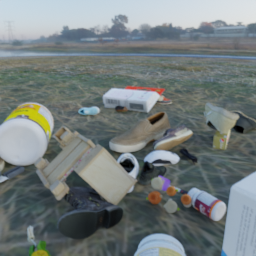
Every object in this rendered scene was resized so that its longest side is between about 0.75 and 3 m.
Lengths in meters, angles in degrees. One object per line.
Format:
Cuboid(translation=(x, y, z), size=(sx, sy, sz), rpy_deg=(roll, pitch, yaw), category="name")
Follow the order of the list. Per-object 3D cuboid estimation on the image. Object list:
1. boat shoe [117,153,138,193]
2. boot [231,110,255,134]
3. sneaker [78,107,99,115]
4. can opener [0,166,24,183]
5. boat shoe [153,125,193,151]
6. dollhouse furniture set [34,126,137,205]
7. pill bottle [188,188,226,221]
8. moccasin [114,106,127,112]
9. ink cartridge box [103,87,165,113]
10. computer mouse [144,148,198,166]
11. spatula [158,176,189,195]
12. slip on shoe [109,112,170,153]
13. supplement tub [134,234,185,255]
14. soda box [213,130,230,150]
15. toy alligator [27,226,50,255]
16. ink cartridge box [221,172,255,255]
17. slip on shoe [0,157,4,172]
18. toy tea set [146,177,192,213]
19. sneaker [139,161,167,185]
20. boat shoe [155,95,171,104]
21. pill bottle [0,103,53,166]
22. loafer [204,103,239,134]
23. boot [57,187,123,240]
Cuboid(translation=(0.002, 1.033, 7.559), size=(0.670, 0.595, 1.820), rpy_deg=(8, 20, -4), category="boat shoe")
Cuboid(translation=(4.382, -0.254, 11.441), size=(1.070, 0.599, 1.548), rpy_deg=(-20, 26, -33), category="boot")
Cuboid(translation=(-1.856, -0.743, 13.117), size=(1.037, 0.383, 0.425), rpy_deg=(-3, 17, 26), category="sneaker")
Cuboid(translation=(-3.255, 1.216, 7.530), size=(0.268, 0.336, 1.006), rpy_deg=(10, 22, 26), category="can opener")
Cuboid(translation=(1.431, 0.309, 9.364), size=(1.722, 0.619, 0.558), rpy_deg=(-19, 62, -34), category="boat shoe")
Cuboid(translation=(-1.304, 1.053, 7.150), size=(1.471, 1.256, 2.837), rpy_deg=(-47, 29, -13), category="dollhouse furniture set")
Cuboid(translation=(1.691, 1.655, 6.133), size=(0.430, 0.430, 0.784), rpy_deg=(-13, 22, -32), category="pill bottle")
Cuboid(translation=(-0.350, -0.916, 13.615), size=(0.826, 0.302, 0.319), rpy_deg=(1, -30, 45), category="moccasin")
Cuboid(translation=(0.395, -1.866, 14.977), size=(2.431, 0.853, 2.991), rpy_deg=(8, 37, 22), category="ink cartridge box")
Cuboid(translation=(1.253, 0.870, 8.508), size=(1.555, 0.341, 0.853), rpy_deg=(-4, 21, -10), category="computer mouse")
Cuboid(translation=(1.160, 1.475, 6.689), size=(1.043, 0.295, 0.107), rpy_deg=(22, -11, 5), category="spatula")
Cuboid(translation=(0.480, 0.102, 9.858), size=(2.838, 0.860, 1.079), rpy_deg=(-16, 24, -39), category="slip on shoe")
Cuboid(translation=(0.443, 2.193, 3.904), size=(0.882, 0.882, 1.213), rpy_deg=(2, 19, 7), category="supplement tub")
Cuboid(translation=(3.329, 0.307, 9.936), size=(0.432, 0.457, 1.349), rpy_deg=(9, 22, 23), category="soda box")
Cuboid(translation=(-1.318, 2.110, 4.322), size=(0.381, 0.526, 1.587), rpy_deg=(-1, 31, -23), category="toy alligator")
Cuboid(translation=(2.852, 1.788, 3.309), size=(1.997, 2.032, 2.761), rpy_deg=(-14, 24, -36), category="ink cartridge box")
Cuboid(translation=(-4.026, 0.991, 7.580), size=(0.907, 0.723, 2.385), rpy_deg=(-1, 19, -4), category="slip on shoe")
Cuboid(translation=(0.919, 1.576, 6.354), size=(1.026, 0.610, 0.380), rpy_deg=(25, -7, 22), category="toy tea set")
Cuboid(translation=(0.706, 1.115, 7.466), size=(0.985, 0.564, 0.376), rpy_deg=(-14, 31, -38), category="sneaker")
Cuboid(translation=(1.713, -1.594, 15.395), size=(1.406, 0.440, 0.500), rpy_deg=(11, 20, 25), category="boat shoe")
Cuboid(translation=(-3.259, 0.046, 9.157), size=(1.462, 1.462, 2.676), rpy_deg=(-3, 19, -8), category="pill bottle")
Cuboid(translation=(3.089, -0.337, 9.831), size=(0.883, 0.797, 2.333), rpy_deg=(25, 8, 1), category="loafer")
Cuboid(translation=(-1.037, 1.665, 5.880), size=(1.610, 0.557, 1.401), rpy_deg=(7, 9, -45), category="boot")
